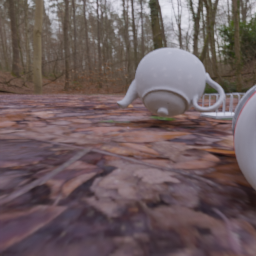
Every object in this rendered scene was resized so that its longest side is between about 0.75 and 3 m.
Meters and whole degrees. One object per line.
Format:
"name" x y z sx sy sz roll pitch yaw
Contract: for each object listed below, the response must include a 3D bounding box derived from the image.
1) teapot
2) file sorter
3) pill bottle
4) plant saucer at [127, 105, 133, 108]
"teapot" 1.270 -1.126 8.621 2.350 1.739 2.381 25 -30 -21
"file sorter" 3.866 -0.909 11.297 1.508 0.939 1.046 -4 9 -20
"pill bottle" 2.030 0.016 3.495 1.373 1.373 2.371 3 8 20
"plant saucer" -0.114 -1.270 16.533 0.801 0.129 0.801 -1 8 0
